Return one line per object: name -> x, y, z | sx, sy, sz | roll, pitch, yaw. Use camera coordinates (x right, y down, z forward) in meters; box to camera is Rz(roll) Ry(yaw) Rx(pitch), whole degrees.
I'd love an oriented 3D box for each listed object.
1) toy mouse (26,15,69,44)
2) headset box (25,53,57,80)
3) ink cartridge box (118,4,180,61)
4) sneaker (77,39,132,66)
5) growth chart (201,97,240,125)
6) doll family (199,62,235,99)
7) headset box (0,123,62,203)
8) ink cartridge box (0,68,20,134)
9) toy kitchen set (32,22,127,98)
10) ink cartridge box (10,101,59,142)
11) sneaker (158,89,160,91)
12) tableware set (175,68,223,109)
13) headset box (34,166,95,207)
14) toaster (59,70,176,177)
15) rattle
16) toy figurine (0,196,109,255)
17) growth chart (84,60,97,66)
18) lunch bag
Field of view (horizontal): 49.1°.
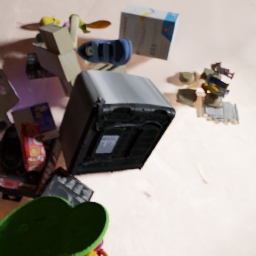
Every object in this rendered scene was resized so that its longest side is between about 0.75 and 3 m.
toy mouse -> -2.918, -3.844, 11.242 | 2.236, 0.433, 1.987 | -15, 60, -9
headset box -> -3.079, -2.332, 10.358 | 1.246, 0.481, 0.927 | -7, 60, -1
ink cartridge box -> 0.726, -3.511, 10.236 | 1.937, 1.426, 1.401 | 14, 36, 7
sneaker -> -0.787, -2.442, 9.069 | 0.938, 0.843, 2.280 | -7, 12, -42
growth chart -> 3.150, -0.578, 9.608 | 1.351, 0.120, 0.978 | 10, 62, 6
doll family -> 2.827, -1.470, 9.224 | 0.969, 1.561, 0.704 | 32, 74, 22
headset box -> -3.051, 1.065, 8.254 | 1.633, 0.847, 2.194 | 9, 62, 6
ink cartridge box -> -4.459, -0.489, 8.655 | 2.436, 0.529, 2.413 | -41, 48, -4
toy kitchen set -> -1.695, -2.551, 9.438 | 2.188, 2.425, 1.978 | -35, 43, -24
ink cartridge box -> -2.704, -0.098, 8.156 | 1.106, 0.242, 1.116 | -18, 91, -13
sneaker -> 0.660, -1.079, 9.348 | 0.858, 0.328, 0.345 | -35, 59, 11
tableware set -> 2.532, -1.441, 9.972 | 1.625, 0.226, 1.946 | 6, 58, 6
headset box -> -1.815, 2.072, 7.321 | 1.245, 0.646, 1.673 | 40, 50, -17
toaster -> -0.341, -0.133, 7.488 | 2.491, 2.755, 1.635 | -1, 45, -33
rattle -> -1.626, -2.968, 10.459 | 1.654, 1.507, 2.315 | 11, 64, -28
toy figurine -> -1.174, 2.910, 5.840 | 2.710, 2.494, 2.034 | -18, 33, 11
growth chart -> -1.232, -2.666, 10.607 | 0.956, 0.085, 0.691 | -9, 73, -23
lunch bag -> -2.525, 0.434, 7.342 | 0.538, 1.313, 1.157 | -7, 62, -23
